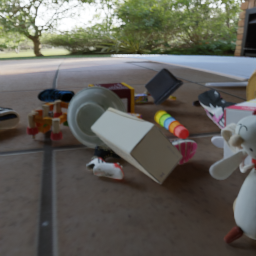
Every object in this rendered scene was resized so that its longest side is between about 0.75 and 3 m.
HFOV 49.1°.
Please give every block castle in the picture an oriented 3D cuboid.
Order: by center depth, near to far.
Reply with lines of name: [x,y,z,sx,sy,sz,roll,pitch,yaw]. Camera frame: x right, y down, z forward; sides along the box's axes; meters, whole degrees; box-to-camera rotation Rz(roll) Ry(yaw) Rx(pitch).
block castle: [-2.920,-0.254,11.501,1.557,1.093,2.330,11,24,16]

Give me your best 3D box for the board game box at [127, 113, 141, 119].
board game box: [0.001,-0.077,11.274,0.839,0.839,0.840,8,21,22]

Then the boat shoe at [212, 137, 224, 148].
boat shoe: [3.504,0.468,10.054,1.158,0.417,0.381,8,34,-11]

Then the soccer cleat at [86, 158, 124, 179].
soccer cleat: [-0.674,1.234,8.160,0.596,0.480,1.400,-21,24,-35]

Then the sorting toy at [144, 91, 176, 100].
sorting toy: [1.940,-1.862,16.668,1.956,0.262,1.457,11,1,-3]

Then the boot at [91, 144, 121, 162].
boot: [-0.715,0.969,9.120,0.937,0.338,0.708,22,40,-4]

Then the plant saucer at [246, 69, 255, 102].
plant saucer: [5.896,-1.450,12.263,0.503,2.838,2.838,-7,20,-3]

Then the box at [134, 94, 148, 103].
box: [0.463,-1.725,16.612,1.366,0.439,0.478,-4,20,-14]

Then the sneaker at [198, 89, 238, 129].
sneaker: [4.196,-0.498,12.065,1.181,1.270,2.941,-31,40,10]

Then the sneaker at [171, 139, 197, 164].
sneaker: [1.138,0.707,9.036,2.254,0.832,0.986,-13,29,-21]

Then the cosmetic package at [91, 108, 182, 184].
cosmetic package: [0.111,0.379,7.752,0.956,1.354,2.616,-49,30,-10]

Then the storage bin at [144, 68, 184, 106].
storage bin: [1.825,-2.213,14.632,1.197,1.782,1.297,52,22,9]

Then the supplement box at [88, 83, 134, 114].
supplement box: [-0.911,-1.514,14.659,1.989,1.321,1.962,-6,20,-17]

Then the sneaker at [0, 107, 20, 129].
sneaker: [-6.329,-0.350,12.024,2.864,1.046,1.602,-5,15,-39]

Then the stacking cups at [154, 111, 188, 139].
stacking cups: [1.794,-0.140,11.791,0.654,0.654,2.163,-6,21,-15]

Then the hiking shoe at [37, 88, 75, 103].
hiking shoe: [-4.180,-1.884,16.477,2.201,0.819,0.954,-7,19,-19]

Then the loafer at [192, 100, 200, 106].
loafer: [3.994,-1.468,16.133,0.301,0.264,0.838,18,26,41]

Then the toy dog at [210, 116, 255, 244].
toy dog: [2.279,1.249,5.502,1.322,2.745,1.810,-22,-1,-11]

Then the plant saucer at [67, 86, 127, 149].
plant saucer: [-1.172,-0.299,9.726,2.244,2.244,0.563,5,13,13]

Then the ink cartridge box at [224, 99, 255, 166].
ink cartridge box: [4.320,0.034,9.367,2.461,1.786,1.026,-16,16,-38]
